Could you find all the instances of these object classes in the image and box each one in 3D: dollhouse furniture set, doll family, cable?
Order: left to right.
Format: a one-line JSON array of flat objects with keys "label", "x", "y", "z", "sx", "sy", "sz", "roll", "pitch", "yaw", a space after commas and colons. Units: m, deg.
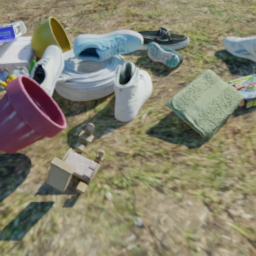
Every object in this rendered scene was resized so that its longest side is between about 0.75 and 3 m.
[{"label": "doll family", "x": -4.463, "y": -1.514, "z": 9.974, "sx": 2.396, "sy": 1.079, "sz": 1.487, "roll": 3, "pitch": 55, "yaw": 3}, {"label": "dollhouse furniture set", "x": -1.203, "y": 0.780, "z": 7.465, "sx": 1.000, "sy": 0.854, "sz": 1.929, "roll": 29, "pitch": 41, "yaw": 1}, {"label": "cable", "x": -1.536, "y": -2.145, "z": 10.855, "sx": 2.860, "sy": 0.990, "sz": 2.860, "roll": 4, "pitch": 41, "yaw": 3}]

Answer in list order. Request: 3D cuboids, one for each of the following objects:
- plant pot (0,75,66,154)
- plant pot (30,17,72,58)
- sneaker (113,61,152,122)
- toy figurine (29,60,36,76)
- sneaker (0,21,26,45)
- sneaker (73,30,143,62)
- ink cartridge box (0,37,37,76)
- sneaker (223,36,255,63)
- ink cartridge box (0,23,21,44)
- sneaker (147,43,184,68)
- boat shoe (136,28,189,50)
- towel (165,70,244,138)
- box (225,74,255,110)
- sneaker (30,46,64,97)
[{"label": "plant pot", "x": -2.889, "y": -0.232, "z": 7.631, "sx": 1.635, "sy": 1.826, "sz": 1.826, "roll": -38, "pitch": 47, "yaw": 6}, {"label": "plant pot", "x": -3.461, "y": -3.718, "z": 12.240, "sx": 1.273, "sy": 1.794, "sz": 1.794, "roll": -21, "pitch": 41, "yaw": 12}, {"label": "sneaker", "x": 0.242, "y": -1.699, "z": 9.884, "sx": 1.048, "sy": 1.644, "sz": 2.846, "roll": 9, "pitch": 41, "yaw": 12}, {"label": "toy figurine", "x": -3.480, "y": -2.317, "z": 11.371, "sx": 0.845, "sy": 0.918, "sz": 0.689, "roll": -11, "pitch": 72, "yaw": -40}, {"label": "sneaker", "x": -5.947, "y": -4.567, "z": 13.791, "sx": 0.847, "sy": 0.804, "sz": 2.104, "roll": 3, "pitch": 37, "yaw": 23}, {"label": "sneaker", "x": -0.739, "y": -2.880, "z": 10.415, "sx": 2.639, "sy": 0.976, "sz": 1.081, "roll": -6, "pitch": 55, "yaw": 4}, {"label": "ink cartridge box", "x": -5.575, "y": -3.117, "z": 12.138, "sx": 2.998, "sy": 0.855, "sz": 2.436, "roll": 0, "pitch": 42, "yaw": -6}, {"label": "sneaker", "x": 5.533, "y": -3.636, "z": 12.408, "sx": 2.694, "sy": 1.088, "sz": 1.031, "roll": 33, "pitch": 53, "yaw": 32}, {"label": "ink cartridge box", "x": -5.943, "y": -3.707, "z": 11.432, "sx": 2.802, "sy": 0.614, "sz": 2.828, "roll": -14, "pitch": 26, "yaw": -9}, {"label": "sneaker", "x": 1.653, "y": -3.228, "z": 12.388, "sx": 0.871, "sy": 0.741, "sz": 1.910, "roll": -17, "pitch": 47, "yaw": -41}, {"label": "boat shoe", "x": 1.645, "y": -4.239, "z": 13.244, "sx": 2.626, "sy": 0.836, "sz": 0.929, "roll": -6, "pitch": 43, "yaw": -6}, {"label": "towel", "x": 2.641, "y": -0.882, "z": 9.369, "sx": 1.836, "sy": 0.452, "sz": 2.475, "roll": 42, "pitch": 61, "yaw": 16}, {"label": "box", "x": 4.916, "y": -1.474, "z": 10.533, "sx": 2.348, "sy": 0.408, "sz": 1.292, "roll": -16, "pitch": 45, "yaw": -17}, {"label": "sneaker", "x": -2.697, "y": -1.920, "z": 9.244, "sx": 0.817, "sy": 0.792, "sz": 2.237, "roll": 1, "pitch": 65, "yaw": 9}]
